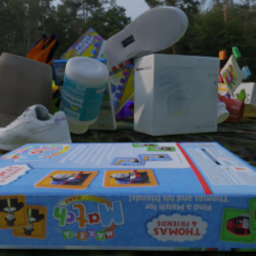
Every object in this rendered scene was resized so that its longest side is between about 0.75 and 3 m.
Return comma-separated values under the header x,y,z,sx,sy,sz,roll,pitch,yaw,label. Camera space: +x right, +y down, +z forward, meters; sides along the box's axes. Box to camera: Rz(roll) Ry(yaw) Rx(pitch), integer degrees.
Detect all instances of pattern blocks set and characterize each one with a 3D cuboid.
x,y,z,sx,sy,sz,roll,pitch,yaw,label
2.965,-1.494,8.077,0.149,1.612,1.834,-17,-26,-2,pattern blocks set

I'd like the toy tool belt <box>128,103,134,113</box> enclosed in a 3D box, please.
x,y,z,sx,sy,sz,roll,pitch,yaw,label
0.757,-0.427,9.639,1.021,1.005,1.636,-46,24,-24,toy tool belt

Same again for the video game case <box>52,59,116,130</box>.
x,y,z,sx,sy,sz,roll,pitch,yaw,label
-1.240,-0.919,8.208,1.569,2.193,0.195,2,32,14,video game case

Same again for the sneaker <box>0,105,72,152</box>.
x,y,z,sx,sy,sz,roll,pitch,yaw,label
-1.927,0.007,5.501,1.907,0.950,0.714,2,13,22,sneaker

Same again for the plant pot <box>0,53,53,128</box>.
x,y,z,sx,sy,sz,roll,pitch,yaw,label
-2.793,-0.870,7.242,2.086,1.810,2.086,14,4,-1,plant pot

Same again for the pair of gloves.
x,y,z,sx,sy,sz,roll,pitch,yaw,label
-2.076,-1.635,8.289,1.855,2.082,0.257,-40,13,29,pair of gloves

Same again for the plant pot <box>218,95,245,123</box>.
x,y,z,sx,sy,sz,roll,pitch,yaw,label
3.841,-0.704,10.843,1.094,1.125,1.125,15,15,33,plant pot

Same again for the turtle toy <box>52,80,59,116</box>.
x,y,z,sx,sy,sz,roll,pitch,yaw,label
-2.355,-0.955,9.733,2.067,1.506,1.045,18,35,21,turtle toy

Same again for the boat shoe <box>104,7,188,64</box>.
x,y,z,sx,sy,sz,roll,pitch,yaw,label
0.548,-2.491,7.672,1.001,1.017,2.868,-29,11,-39,boat shoe

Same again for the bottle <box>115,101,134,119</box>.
x,y,z,sx,sy,sz,roll,pitch,yaw,label
-0.865,-0.788,11.824,2.607,0.851,1.089,-1,12,-9,bottle

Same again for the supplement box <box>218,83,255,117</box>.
x,y,z,sx,sy,sz,roll,pitch,yaw,label
5.022,-1.131,12.003,2.435,0.895,1.535,17,-6,-43,supplement box

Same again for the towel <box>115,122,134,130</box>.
x,y,z,sx,sy,sz,roll,pitch,yaw,label
-0.199,-0.063,9.151,1.435,0.156,1.052,2,8,23,towel

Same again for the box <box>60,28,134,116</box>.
x,y,z,sx,sy,sz,roll,pitch,yaw,label
-0.965,-1.721,9.964,2.408,1.525,2.500,42,-11,-2,box

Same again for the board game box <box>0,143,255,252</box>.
x,y,z,sx,sy,sz,roll,pitch,yaw,label
-0.150,0.553,3.031,2.738,0.501,2.071,0,8,3,board game box

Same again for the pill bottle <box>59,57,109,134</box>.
x,y,z,sx,sy,sz,roll,pitch,yaw,label
-1.235,-0.797,7.489,1.085,1.958,1.085,12,35,-9,pill bottle

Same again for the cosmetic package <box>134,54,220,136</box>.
x,y,z,sx,sy,sz,roll,pitch,yaw,label
1.358,-0.927,8.027,2.117,2.123,1.305,-3,9,-23,cosmetic package

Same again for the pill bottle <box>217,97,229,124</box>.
x,y,z,sx,sy,sz,roll,pitch,yaw,label
3.010,-0.822,10.091,0.740,0.740,1.318,-5,50,-32,pill bottle
